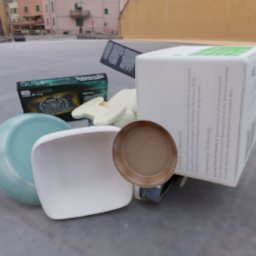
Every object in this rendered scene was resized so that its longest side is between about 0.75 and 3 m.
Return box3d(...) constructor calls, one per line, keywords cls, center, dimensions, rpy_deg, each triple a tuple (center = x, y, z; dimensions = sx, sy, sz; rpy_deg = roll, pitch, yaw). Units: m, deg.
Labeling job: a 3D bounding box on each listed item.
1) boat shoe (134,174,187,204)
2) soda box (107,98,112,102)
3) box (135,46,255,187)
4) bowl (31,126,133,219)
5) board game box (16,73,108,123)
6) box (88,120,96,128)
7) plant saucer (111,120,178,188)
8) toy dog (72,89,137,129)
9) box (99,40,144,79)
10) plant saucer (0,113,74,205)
box3d(cls="boat shoe", center=(1.285, 1.221, 8.186), dimensions=(0.873, 1.057, 2.823), rpy_deg=(15, 29, 34))
box3d(cls="soda box", center=(0.353, -1.148, 12.523), dimensions=(2.981, 0.945, 1.044), rpy_deg=(-16, 4, 7))
box3d(cls="box", center=(1.932, -0.572, 7.251), dimensions=(2.464, 2.877, 2.863), rpy_deg=(8, 23, 30))
box3d(cls="bowl", center=(-1.082, 0.982, 6.873), dimensions=(2.279, 2.282, 0.852), rpy_deg=(-9, 26, -11))
box3d(cls="board game box", center=(-1.984, -0.837, 8.877), dimensions=(2.641, 1.786, 0.372), rpy_deg=(-8, 53, -14))
box3d(cls="box", center=(-1.107, -0.098, 11.720), dimensions=(0.770, 0.669, 1.166), rpy_deg=(-15, 30, -27))
box3d(cls="plant saucer", center=(0.353, 0.526, 5.848), dimensions=(1.421, 1.421, 0.260), rpy_deg=(8, 8, 18))
box3d(cls="toy dog", center=(-0.168, 0.288, 8.508), dimensions=(1.798, 2.577, 2.499), rpy_deg=(10, 39, 44))
box3d(cls="box", center=(0.053, -2.304, 9.955), dimensions=(1.682, 0.877, 1.245), rpy_deg=(27, 9, 20))
box3d(cls="plant saucer", center=(-2.366, 0.681, 7.880), dimensions=(2.870, 0.516, 2.870), rpy_deg=(17, 52, -23))
